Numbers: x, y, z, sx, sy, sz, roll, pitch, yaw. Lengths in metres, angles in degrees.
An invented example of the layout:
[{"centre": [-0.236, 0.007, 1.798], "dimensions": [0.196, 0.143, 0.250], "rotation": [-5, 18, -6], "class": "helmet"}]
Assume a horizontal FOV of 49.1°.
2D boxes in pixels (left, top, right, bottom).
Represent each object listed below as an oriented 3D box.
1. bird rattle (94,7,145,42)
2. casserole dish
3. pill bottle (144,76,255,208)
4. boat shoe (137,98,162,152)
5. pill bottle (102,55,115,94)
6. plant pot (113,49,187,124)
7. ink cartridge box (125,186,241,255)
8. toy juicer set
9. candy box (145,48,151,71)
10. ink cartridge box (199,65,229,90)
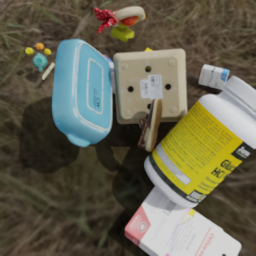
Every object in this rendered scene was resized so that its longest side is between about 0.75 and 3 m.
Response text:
[{"centre": [-0.181, -2.940, 7.431], "dimensions": [1.205, 1.479, 0.833], "rotation": [-15, 85, 20], "class": "bird rattle"}, {"centre": [-0.893, -0.853, 6.192], "dimensions": [0.498, 1.554, 2.565], "rotation": [-16, 63, 32], "class": "casserole dish"}, {"centre": [1.733, 0.301, 6.033], "dimensions": [1.521, 1.521, 2.705], "rotation": [47, 108, 24], "class": "pill bottle"}, {"centre": [0.425, -0.079, 6.068], "dimensions": [0.445, 1.236, 0.446], "rotation": [18, 29, 20], "class": "boat shoe"}, {"centre": [-0.594, -1.639, 8.720], "dimensions": [0.676, 0.676, 1.205], "rotation": [-30, 68, -17], "class": "pill bottle"}, {"centre": [0.534, -1.015, 7.105], "dimensions": [1.998, 1.769, 1.996], "rotation": [-3, 98, 7], "class": "plant pot"}, {"centre": [1.160, 2.475, 6.211], "dimensions": [2.193, 0.740, 1.277], "rotation": [32, 63, 19], "class": "ink cartridge box"}, {"centre": [-2.576, -2.064, 8.481], "dimensions": [0.650, 0.278, 1.022], "rotation": [-32, 100, -4], "class": "toy juicer set"}, {"centre": [1.049, -1.902, 8.731], "dimensions": [1.440, 0.190, 0.736], "rotation": [31, 51, 1], "class": "candy box"}, {"centre": [2.632, -1.560, 8.626], "dimensions": [0.768, 0.557, 0.322], "rotation": [19, 39, 18], "class": "ink cartridge box"}]
